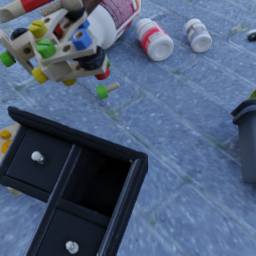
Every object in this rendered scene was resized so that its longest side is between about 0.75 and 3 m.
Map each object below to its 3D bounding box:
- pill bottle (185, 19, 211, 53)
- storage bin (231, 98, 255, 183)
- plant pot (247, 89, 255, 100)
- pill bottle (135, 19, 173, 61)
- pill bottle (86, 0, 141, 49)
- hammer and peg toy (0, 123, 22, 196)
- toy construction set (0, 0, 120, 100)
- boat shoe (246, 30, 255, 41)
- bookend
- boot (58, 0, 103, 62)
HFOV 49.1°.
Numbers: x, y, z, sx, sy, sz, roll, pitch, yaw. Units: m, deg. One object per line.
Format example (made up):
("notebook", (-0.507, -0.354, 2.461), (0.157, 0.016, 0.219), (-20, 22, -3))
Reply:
("pill bottle", (2.501, -3.356, 10.104), (0.706, 0.706, 1.241), (-4, 50, -4))
("storage bin", (3.732, 0.456, 6.406), (2.566, 1.867, 1.723), (6, 78, 4))
("plant pot", (3.794, -0.487, 7.624), (0.905, 0.985, 0.985), (18, 51, 0))
("pill bottle", (0.856, -3.132, 9.789), (0.899, 0.899, 1.601), (-16, 51, -13))
("pill bottle", (-0.886, -3.873, 9.894), (1.687, 1.687, 2.986), (21, 53, 17))
("hammer and peg toy", (-2.591, 0.676, 6.684), (1.486, 0.712, 2.020), (-27, 55, -26))
("toy construction set", (-1.491, -1.461, 4.783), (1.868, 2.432, 2.028), (-24, 80, 2))
("boat shoe", (5.047, -3.473, 10.428), (1.228, 0.421, 0.348), (-13, 57, -2))
("bookend", (-0.936, 0.964, 3.552), (1.905, 0.877, 1.893), (20, 75, 11))
("boot", (-0.856, -2.797, 6.412), (2.426, 0.779, 2.261), (-47, 51, -3))
